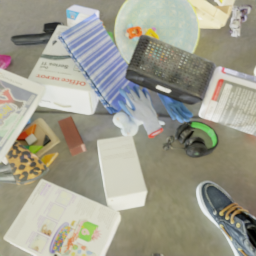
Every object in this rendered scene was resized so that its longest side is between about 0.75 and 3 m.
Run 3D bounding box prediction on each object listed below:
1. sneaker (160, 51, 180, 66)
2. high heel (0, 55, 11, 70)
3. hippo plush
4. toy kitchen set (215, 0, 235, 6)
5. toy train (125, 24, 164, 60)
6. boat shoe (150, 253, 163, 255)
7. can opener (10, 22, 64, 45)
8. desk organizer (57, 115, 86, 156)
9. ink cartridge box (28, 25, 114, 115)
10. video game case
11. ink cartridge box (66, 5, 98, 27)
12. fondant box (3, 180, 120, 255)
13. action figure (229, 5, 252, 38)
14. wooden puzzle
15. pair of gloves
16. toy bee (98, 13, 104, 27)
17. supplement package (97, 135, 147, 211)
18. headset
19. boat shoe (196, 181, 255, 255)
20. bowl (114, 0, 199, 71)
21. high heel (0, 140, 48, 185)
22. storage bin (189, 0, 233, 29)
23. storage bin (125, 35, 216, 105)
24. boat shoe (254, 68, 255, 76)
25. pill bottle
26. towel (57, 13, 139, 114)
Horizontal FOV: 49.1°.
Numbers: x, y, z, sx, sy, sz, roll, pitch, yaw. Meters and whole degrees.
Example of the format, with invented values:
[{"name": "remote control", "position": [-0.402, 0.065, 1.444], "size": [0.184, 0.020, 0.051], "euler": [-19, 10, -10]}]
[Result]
[{"name": "sneaker", "position": [1.099, -2.110, 9.618], "size": [0.593, 1.541, 0.654], "euler": [14, 37, -49]}, {"name": "high heel", "position": [-5.284, -2.570, 10.362], "size": [1.758, 0.592, 0.843], "euler": [14, 55, 9]}, {"name": "hippo plush", "position": [0.150, -0.254, 8.671], "size": [1.112, 1.101, 1.382], "euler": [-45, 98, -4]}, {"name": "toy kitchen set", "position": [3.263, -6.351, 12.432], "size": [2.571, 1.514, 2.059], "euler": [-8, 56, -5]}, {"name": "toy train", "position": [0.580, -2.949, 10.094], "size": [1.283, 0.475, 1.708], "euler": [-29, 100, -25]}, {"name": "boat shoe", "position": [-0.049, 3.844, 5.692], "size": [0.797, 0.935, 2.798], "euler": [22, 61, 9]}, {"name": "can opener", "position": [-3.491, -3.538, 11.027], "size": [2.158, 0.684, 0.848], "euler": [-10, 77, 3]}, {"name": "desk organizer", "position": [-1.714, 0.236, 8.515], "size": [0.456, 0.425, 1.185], "euler": [-23, 58, -12]}, {"name": "ink cartridge box", "position": [-1.830, -2.047, 9.604], "size": [2.110, 1.195, 2.878], "euler": [10, 57, 6]}, {"name": "video game case", "position": [-4.023, -0.532, 7.577], "size": [2.546, 0.321, 2.795], "euler": [22, 59, 0]}, {"name": "ink cartridge box", "position": [-1.711, -3.757, 10.637], "size": [1.046, 1.429, 0.614], "euler": [19, 46, 12]}, {"name": "fondant box", "position": [-1.533, 2.449, 6.824], "size": [2.256, 0.657, 1.628], "euler": [19, 57, 14]}, {"name": "action figure", "position": [4.420, -4.368, 11.309], "size": [0.639, 1.198, 1.841], "euler": [19, 44, 27]}, {"name": "wooden puzzle", "position": [-2.870, 0.391, 8.464], "size": [2.020, 0.236, 1.363], "euler": [37, 68, 24]}, {"name": "pair of gloves", "position": [0.852, -0.705, 8.199], "size": [2.225, 0.253, 1.789], "euler": [-22, 72, -31]}, {"name": "toy bee", "position": [-1.169, -4.361, 11.791], "size": [0.491, 0.408, 0.750], "euler": [37, 87, 13]}, {"name": "supplement package", "position": [-0.204, 1.203, 7.477], "size": [0.991, 0.994, 1.695], "euler": [-8, 55, -8]}, {"name": "headset", "position": [1.837, 0.289, 8.191], "size": [1.881, 0.884, 1.162], "euler": [-16, 55, -24]}, {"name": "boat shoe", "position": [2.590, 2.161, 6.759], "size": [0.844, 1.083, 2.387], "euler": [-23, 58, -15]}, {"name": "bowl", "position": [1.100, -3.486, 9.962], "size": [2.870, 2.870, 1.544], "euler": [13, 32, 9]}, {"name": "high heel", "position": [-3.216, 0.296, 8.136], "size": [2.107, 1.055, 2.956], "euler": [1, 52, -4]}, {"name": "storage bin", "position": [2.519, -4.621, 10.573], "size": [1.985, 0.930, 1.970], "euler": [18, 11, -27]}, {"name": "storage bin", "position": [1.060, -1.475, 7.519], "size": [2.094, 1.416, 0.982], "euler": [22, 87, -2]}, {"name": "boat shoe", "position": [5.497, -2.970, 10.476], "size": [1.027, 0.851, 2.859], "euler": [25, 59, 16]}, {"name": "pill bottle", "position": [3.772, -0.632, 8.360], "size": [2.889, 1.645, 1.645], "euler": [21, 58, 14]}, {"name": "towel", "position": [-0.742, -2.050, 8.828], "size": [0.339, 2.839, 2.056], "euler": [-18, 25, 40]}]
